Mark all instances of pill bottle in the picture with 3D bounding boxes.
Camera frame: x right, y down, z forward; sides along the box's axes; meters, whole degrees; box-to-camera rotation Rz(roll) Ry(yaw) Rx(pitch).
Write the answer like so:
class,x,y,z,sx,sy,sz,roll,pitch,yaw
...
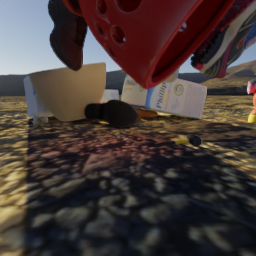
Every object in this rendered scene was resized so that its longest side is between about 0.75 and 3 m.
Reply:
class,x,y,z,sx,sy,sz,roll,pitch,yaw
pill bottle,1.039,-2.733,7.160,1.625,2.936,1.625,17,-5,2

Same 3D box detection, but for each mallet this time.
class,x,y,z,sx,sy,sz,roll,pitch,yaw
mallet,1.056,0.322,5.982,1.064,0.219,0.350,-8,15,-21

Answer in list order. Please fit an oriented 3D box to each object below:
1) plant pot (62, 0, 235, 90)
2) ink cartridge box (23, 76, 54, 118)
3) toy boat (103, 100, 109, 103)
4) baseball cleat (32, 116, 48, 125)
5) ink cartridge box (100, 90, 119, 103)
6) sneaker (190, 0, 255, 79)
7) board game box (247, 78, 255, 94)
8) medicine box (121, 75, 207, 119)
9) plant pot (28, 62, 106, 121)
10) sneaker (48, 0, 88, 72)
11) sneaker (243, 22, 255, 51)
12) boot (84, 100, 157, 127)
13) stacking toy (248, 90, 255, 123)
class,x,y,z,sx,sy,sz,roll,pitch,yaw
plant pot,0.313,-2.235,4.511,2.270,2.493,2.493,43,19,10
ink cartridge box,-3.094,-1.401,12.082,2.335,1.688,0.988,-7,-3,-41
toy boat,-0.855,-0.783,12.322,0.765,0.763,1.170,-30,-5,24
baseball cleat,-3.003,-0.284,9.589,0.502,0.329,0.944,-2,9,-14
ink cartridge box,-1.196,-1.908,18.137,0.668,1.110,1.527,4,9,24
sneaker,2.065,-1.869,5.386,0.739,1.979,0.798,26,32,-19
board game box,4.718,-1.622,10.068,0.799,0.215,1.332,-22,-14,17
medicine box,1.400,-1.331,11.589,2.627,1.352,2.393,9,4,-25
plant pot,-2.113,-1.313,10.588,2.838,1.906,2.838,-8,12,2
sneaker,-1.233,-2.198,6.179,0.873,1.924,0.731,-18,-13,24
sneaker,2.749,-2.614,7.286,2.378,1.323,0.913,-35,4,37
boot,0.151,-0.415,9.947,2.423,0.881,2.573,-3,-3,45
stacking toy,5.602,-0.656,9.054,2.879,1.216,2.606,1,8,13
